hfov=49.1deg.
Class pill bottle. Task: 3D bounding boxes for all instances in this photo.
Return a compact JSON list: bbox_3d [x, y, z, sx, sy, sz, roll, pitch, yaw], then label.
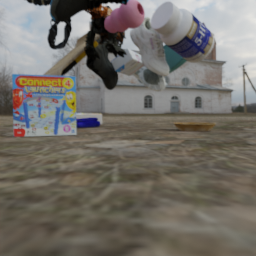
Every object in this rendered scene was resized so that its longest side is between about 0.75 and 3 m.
[{"bbox_3d":[1.870,-3.308,9.715,2.193,1.313,1.313,22,-12,-39],"label":"pill bottle"}]

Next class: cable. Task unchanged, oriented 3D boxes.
[{"bbox_3d":[-2.767,-3.915,11.410,0.410,1.316,1.614,28,-33,9],"label":"cable"}]

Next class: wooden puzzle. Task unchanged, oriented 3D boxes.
[{"bbox_3d":[-2.294,-2.782,11.313,0.536,2.881,2.665,46,-23,-24],"label":"wooden puzzle"}]

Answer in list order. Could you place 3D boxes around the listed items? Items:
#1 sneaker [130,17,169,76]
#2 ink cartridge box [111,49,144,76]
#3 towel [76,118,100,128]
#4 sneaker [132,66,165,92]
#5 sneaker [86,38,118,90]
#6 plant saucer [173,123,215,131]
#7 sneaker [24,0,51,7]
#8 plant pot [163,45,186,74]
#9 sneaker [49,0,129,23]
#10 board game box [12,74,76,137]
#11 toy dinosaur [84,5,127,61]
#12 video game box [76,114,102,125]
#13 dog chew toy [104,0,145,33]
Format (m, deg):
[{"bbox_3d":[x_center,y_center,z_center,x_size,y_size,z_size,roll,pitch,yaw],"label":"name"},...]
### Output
[{"bbox_3d":[0.909,-2.999,10.324,0.876,2.339,1.165,-20,-14,-43],"label":"sneaker"},{"bbox_3d":[0.025,-3.083,13.341,1.041,0.610,1.441,-32,-15,24],"label":"ink cartridge box"},{"bbox_3d":[-2.151,-0.224,11.508,1.711,0.424,1.264,-2,5,-41],"label":"towel"},{"bbox_3d":[0.980,-2.905,15.143,2.886,1.124,1.434,43,9,22],"label":"sneaker"},{"bbox_3d":[-1.384,-2.953,13.368,1.062,2.798,1.270,15,47,41],"label":"sneaker"},{"bbox_3d":[2.275,-0.040,9.625,1.419,0.251,1.419,0,3,0],"label":"plant saucer"},{"bbox_3d":[-2.139,-3.843,7.707,2.024,0.874,0.786,5,-41,-25],"label":"sneaker"},{"bbox_3d":[2.109,-3.385,13.575,1.660,1.173,1.172,-46,-10,28],"label":"plant pot"},{"bbox_3d":[-0.520,-3.285,6.433,2.880,1.180,1.054,-42,10,-5],"label":"sneaker"},{"bbox_3d":[-2.154,-0.568,7.262,1.578,1.545,0.441,-2,4,-20],"label":"board game box"},{"bbox_3d":[-0.885,-3.387,9.541,1.417,1.883,2.774,-4,-9,43],"label":"toy dinosaur"},{"bbox_3d":[-2.743,-0.498,15.280,2.634,0.617,2.400,0,6,-7],"label":"video game box"},{"bbox_3d":[-0.166,-3.325,8.549,1.341,0.835,0.835,-15,-6,35],"label":"dog chew toy"}]
